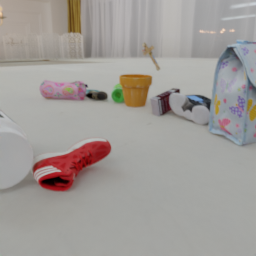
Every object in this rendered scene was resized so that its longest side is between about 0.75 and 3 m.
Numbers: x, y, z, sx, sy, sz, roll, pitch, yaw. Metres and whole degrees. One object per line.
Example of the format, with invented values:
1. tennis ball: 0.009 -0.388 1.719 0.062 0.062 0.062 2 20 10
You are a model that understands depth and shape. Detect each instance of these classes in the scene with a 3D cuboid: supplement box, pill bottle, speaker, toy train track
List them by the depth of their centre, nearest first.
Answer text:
1. pill bottle: -3.031 0.330 6.118 1.377 1.377 2.418 -12 21 -33
2. toy train track: 0.884 -2.810 11.138 0.199 1.224 0.702 -35 7 -33
3. supplement box: 1.526 -1.046 11.209 1.311 0.714 0.399 -26 29 -30
4. speaker: -0.426 -1.735 13.776 0.770 0.770 1.740 1 17 2

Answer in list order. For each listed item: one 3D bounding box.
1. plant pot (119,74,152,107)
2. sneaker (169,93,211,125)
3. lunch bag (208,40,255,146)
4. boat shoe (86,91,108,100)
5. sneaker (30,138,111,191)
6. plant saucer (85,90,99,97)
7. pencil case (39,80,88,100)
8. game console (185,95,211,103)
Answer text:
1. plant pot: 0.328 -1.663 12.551 1.452 1.329 1.452 1 17 0
2. sneaker: 2.506 -0.758 10.507 1.148 0.761 2.017 -8 32 -36
3. lunch bag: 3.872 -1.112 8.287 2.400 2.830 1.799 -7 18 -24
4. boat shoe: -1.547 -1.529 13.698 1.284 0.478 0.471 8 32 38
5. sneaker: -1.061 0.849 5.938 1.829 0.717 1.057 -20 32 -19
6. plant saucer: -2.203 -1.889 15.200 1.339 0.183 1.339 1 17 0
7. pencil case: -3.214 -1.906 13.956 2.271 0.993 0.993 4 18 15
8. game console: 2.756 -1.095 12.408 2.223 0.345 1.966 -6 18 -17
